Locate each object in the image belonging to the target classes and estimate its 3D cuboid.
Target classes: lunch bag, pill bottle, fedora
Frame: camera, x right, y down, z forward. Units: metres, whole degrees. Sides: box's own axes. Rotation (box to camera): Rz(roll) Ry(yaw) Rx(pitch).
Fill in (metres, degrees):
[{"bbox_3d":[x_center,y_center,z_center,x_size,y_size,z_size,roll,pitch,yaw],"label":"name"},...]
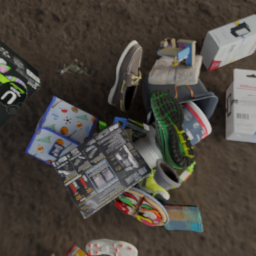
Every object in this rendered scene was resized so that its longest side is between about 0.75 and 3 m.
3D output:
[{"bbox_3d":[-2.456,0.295,10.389,1.925,1.402,2.264,28,67,-17],"label":"lunch bag"},{"bbox_3d":[1.596,0.310,10.575,2.650,1.584,1.584,-36,73,-1],"label":"pill bottle"},{"bbox_3d":[1.068,1.455,8.312,0.941,1.064,0.481,33,110,-25],"label":"fedora"}]

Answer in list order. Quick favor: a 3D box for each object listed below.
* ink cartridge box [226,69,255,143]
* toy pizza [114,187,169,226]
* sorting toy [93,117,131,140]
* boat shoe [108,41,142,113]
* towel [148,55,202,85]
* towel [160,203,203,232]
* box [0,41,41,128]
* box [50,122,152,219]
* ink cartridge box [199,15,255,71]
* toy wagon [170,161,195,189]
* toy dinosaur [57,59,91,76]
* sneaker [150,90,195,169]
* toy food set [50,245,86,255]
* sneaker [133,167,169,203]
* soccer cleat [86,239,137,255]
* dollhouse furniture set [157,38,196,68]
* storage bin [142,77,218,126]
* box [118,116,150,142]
[{"bbox_3d":[4.924,-0.888,11.405,1.637,0.957,2.822,7,70,3],"label":"ink cartridge box"},{"bbox_3d":[0.311,2.706,9.437,2.209,2.209,0.350,29,56,10],"label":"toy pizza"},{"bbox_3d":[-0.571,0.611,9.928,1.328,2.358,0.321,-6,32,-12],"label":"sorting toy"},{"bbox_3d":[0.032,-1.782,10.322,0.842,2.828,1.016,38,43,18],"label":"boat shoe"},{"bbox_3d":[1.885,-2.292,10.779,1.755,0.457,2.648,2,31,16],"label":"towel"},{"bbox_3d":[1.757,3.029,9.399,1.359,1.853,0.201,-2,48,18],"label":"towel"},{"bbox_3d":[-4.867,-1.512,10.348,2.625,1.950,1.632,-43,35,7],"label":"box"},{"bbox_3d":[-0.793,1.233,8.511,2.436,0.606,1.921,-33,78,-14],"label":"box"},{"bbox_3d":[4.424,-3.608,12.029,2.299,1.675,0.952,-22,69,-9],"label":"ink cartridge box"},{"bbox_3d":[1.760,1.730,9.817,0.324,1.638,1.271,45,119,2],"label":"toy wagon"},{"bbox_3d":[-1.899,-2.163,10.263,1.220,0.624,0.470,2,81,-42],"label":"toy dinosaur"},{"bbox_3d":[1.193,0.048,9.203,1.070,1.168,2.743,-6,77,-32],"label":"sneaker"},{"bbox_3d":[-2.394,4.627,9.183,1.107,1.174,2.460,38,100,13],"label":"toy food set"},{"bbox_3d":[0.645,1.793,9.761,0.897,0.885,2.348,-54,34,-7],"label":"sneaker"},{"bbox_3d":[-0.472,3.452,8.081,1.491,0.578,0.517,4,88,6],"label":"soccer cleat"},{"bbox_3d":[1.534,-2.440,9.790,1.318,0.911,1.396,21,42,37],"label":"dollhouse furniture set"},{"bbox_3d":[1.802,-1.262,11.103,2.756,2.005,1.851,-13,58,-7],"label":"storage bin"},{"bbox_3d":[-0.007,0.117,10.155,1.170,1.130,0.278,23,49,-38],"label":"box"}]
